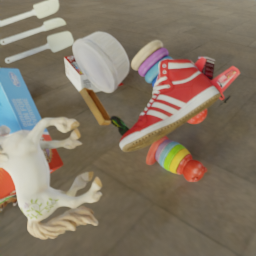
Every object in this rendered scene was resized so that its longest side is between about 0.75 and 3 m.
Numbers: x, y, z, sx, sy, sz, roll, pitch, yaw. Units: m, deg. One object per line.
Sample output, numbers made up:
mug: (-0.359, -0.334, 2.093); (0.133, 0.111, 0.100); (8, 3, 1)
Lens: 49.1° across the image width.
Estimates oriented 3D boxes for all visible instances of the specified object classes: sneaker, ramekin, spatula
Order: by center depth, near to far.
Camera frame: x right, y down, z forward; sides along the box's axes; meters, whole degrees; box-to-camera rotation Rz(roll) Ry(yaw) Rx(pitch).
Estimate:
sneaker: (0.766, -0.686, 7.401); (2.928, 1.043, 1.646); (-31, 76, -7)
sneaker: (-0.158, -0.045, 7.954); (0.792, 0.309, 0.338); (51, 21, 4)
spatula: (-3.576, -3.518, 10.417); (2.689, 1.870, 0.216); (-21, 8, -3)
ramekin: (-0.951, -2.522, 10.521); (2.284, 2.284, 1.064); (31, 64, 36)

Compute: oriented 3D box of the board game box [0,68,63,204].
board game box: (-2.901, 0.434, 5.973); (0.580, 2.875, 2.200); (-15, 75, -59)

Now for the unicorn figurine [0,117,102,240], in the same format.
unicorn figurine: (-1.511, 0.558, 4.491); (1.723, 0.927, 2.509); (-20, 68, -16)

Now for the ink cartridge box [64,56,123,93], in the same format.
ink cartridge box: (-1.821, -2.972, 14.706); (2.347, 1.121, 2.674); (-16, 38, -23)

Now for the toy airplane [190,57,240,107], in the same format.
toy airplane: (2.243, -1.294, 7.948); (1.634, 1.634, 0.300); (1, 12, 2)

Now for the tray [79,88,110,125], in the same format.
tray: (-1.011, -0.661, 8.830); (1.270, 0.235, 0.627); (58, 17, 10)

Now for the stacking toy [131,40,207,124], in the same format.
stacking toy: (1.464, -1.368, 9.016); (2.912, 1.243, 1.243); (49, 50, 4)

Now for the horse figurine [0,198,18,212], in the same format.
horse figurine: (-3.889, 2.216, 8.114); (1.193, 0.298, 0.791); (0, 23, 10)

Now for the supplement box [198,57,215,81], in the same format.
supplement box: (2.303, -1.589, 8.413); (0.300, 0.984, 0.535); (10, 7, 44)

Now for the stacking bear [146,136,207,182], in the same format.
stacking bear: (1.653, 1.099, 9.196); (1.822, 1.036, 1.106); (33, 47, 31)
